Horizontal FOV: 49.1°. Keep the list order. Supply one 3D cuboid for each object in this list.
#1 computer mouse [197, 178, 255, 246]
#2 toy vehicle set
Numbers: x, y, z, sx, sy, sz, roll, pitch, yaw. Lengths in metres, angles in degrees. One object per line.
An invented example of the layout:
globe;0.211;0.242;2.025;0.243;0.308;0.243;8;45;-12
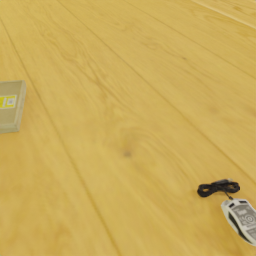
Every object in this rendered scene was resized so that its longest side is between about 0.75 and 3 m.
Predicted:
computer mouse;2.263;1.778;5.813;0.960;0.384;1.751;-8;36;-16
toy vehicle set;-3.921;-0.676;8.505;1.358;0.290;2.185;-5;45;-6
